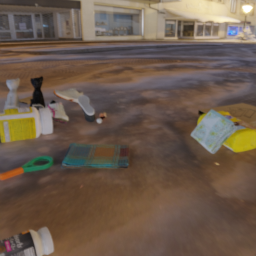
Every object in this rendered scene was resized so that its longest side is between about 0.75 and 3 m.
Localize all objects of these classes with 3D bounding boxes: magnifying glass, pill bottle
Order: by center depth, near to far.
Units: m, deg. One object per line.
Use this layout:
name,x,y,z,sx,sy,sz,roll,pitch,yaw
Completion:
pill bottle,-1.755,2.017,4.609,0.938,0.546,0.546,-13,25,-31
magnifying glass,-2.701,1.067,7.516,1.441,0.161,0.574,-21,30,-40
pill bottle,-3.514,-0.129,9.241,1.857,1.061,1.061,-8,23,-24

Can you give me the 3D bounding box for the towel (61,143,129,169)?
towel,-0.902,0.785,8.157,1.853,0.201,1.359,0,23,0

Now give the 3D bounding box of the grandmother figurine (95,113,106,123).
grandmother figurine,-1.076,-0.373,10.928,0.474,0.237,0.781,-36,12,15

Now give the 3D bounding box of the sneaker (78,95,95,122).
sneaker,-1.613,-0.707,10.759,0.449,0.629,1.269,-18,49,-19

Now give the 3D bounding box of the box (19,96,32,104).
box,-4.809,-1.359,13.654,0.772,0.100,0.944,12,24,27

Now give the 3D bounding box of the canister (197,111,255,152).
canister,3.309,0.093,9.181,1.276,0.744,1.718,-9,25,-22

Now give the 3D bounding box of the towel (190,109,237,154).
towel,2.610,0.089,8.685,0.311,1.106,1.292,37,9,-29

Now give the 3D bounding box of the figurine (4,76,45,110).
figurine,-4.417,-1.479,11.942,1.660,0.715,1.620,-5,66,-9

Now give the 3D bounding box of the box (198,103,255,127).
box,4.453,-0.508,11.302,2.529,0.269,2.067,-10,24,-23

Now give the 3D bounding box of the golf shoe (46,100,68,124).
golf shoe,-2.724,-0.627,10.658,0.590,0.749,1.626,24,0,-44

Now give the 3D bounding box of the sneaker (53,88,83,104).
sneaker,-2.727,-1.590,12.858,1.434,0.659,0.543,16,0,-40
